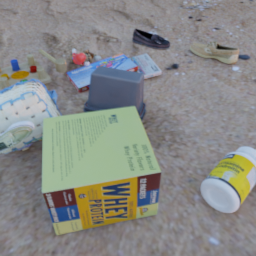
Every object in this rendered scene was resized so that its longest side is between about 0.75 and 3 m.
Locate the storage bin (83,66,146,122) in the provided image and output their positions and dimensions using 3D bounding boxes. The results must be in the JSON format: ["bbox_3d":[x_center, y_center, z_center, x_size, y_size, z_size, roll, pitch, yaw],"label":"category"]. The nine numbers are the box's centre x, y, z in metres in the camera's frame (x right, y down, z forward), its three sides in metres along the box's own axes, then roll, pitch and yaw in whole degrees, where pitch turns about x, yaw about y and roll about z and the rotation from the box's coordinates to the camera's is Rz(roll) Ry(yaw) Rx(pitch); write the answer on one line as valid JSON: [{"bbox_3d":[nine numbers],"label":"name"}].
[{"bbox_3d":[-0.390,-1.378,10.558,2.307,1.549,1.679,13,32,9],"label":"storage bin"}]

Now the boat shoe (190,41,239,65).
[{"bbox_3d":[4.403,-4.035,14.333,2.543,0.820,0.906,24,47,25],"label":"boat shoe"}]

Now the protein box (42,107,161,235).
[{"bbox_3d":[-0.812,1.047,7.744,2.709,1.828,2.689,-9,41,-9],"label":"protein box"}]

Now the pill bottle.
[{"bbox_3d":[3.003,1.378,7.940,1.105,1.105,1.972,30,49,30],"label":"pill bottle"}]

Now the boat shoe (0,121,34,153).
[{"bbox_3d":[-3.197,0.335,7.606,1.520,0.547,0.471,-28,46,11],"label":"boat shoe"}]

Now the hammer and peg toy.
[{"bbox_3d":[-4.294,-2.374,12.290,2.976,1.050,2.189,-23,44,-24],"label":"hammer and peg toy"}]

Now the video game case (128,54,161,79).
[{"bbox_3d":[0.445,-2.863,13.360,1.706,0.207,1.875,-16,44,-10],"label":"video game case"}]

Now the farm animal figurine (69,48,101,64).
[{"bbox_3d":[-2.160,-3.545,13.886,1.294,0.675,1.280,-25,47,-26],"label":"farm animal figurine"}]

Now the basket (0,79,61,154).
[{"bbox_3d":[-3.578,-0.427,9.371,2.536,2.001,2.877,-27,26,-5],"label":"basket"}]

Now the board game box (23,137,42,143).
[{"bbox_3d":[-3.475,0.320,9.925,0.861,0.101,0.451,-6,44,-8],"label":"board game box"}]

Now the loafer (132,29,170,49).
[{"bbox_3d":[1.243,-4.904,15.415,2.241,0.706,0.805,19,45,20],"label":"loafer"}]

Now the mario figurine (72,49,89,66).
[{"bbox_3d":[-2.135,-3.159,12.609,0.800,0.687,1.296,8,8,-18],"label":"mario figurine"}]

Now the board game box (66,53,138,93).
[{"bbox_3d":[-1.200,-2.583,12.904,2.967,0.288,1.527,-24,47,-18],"label":"board game box"}]
